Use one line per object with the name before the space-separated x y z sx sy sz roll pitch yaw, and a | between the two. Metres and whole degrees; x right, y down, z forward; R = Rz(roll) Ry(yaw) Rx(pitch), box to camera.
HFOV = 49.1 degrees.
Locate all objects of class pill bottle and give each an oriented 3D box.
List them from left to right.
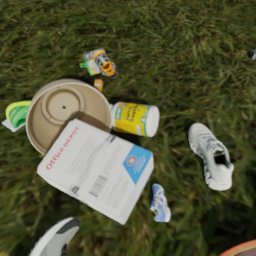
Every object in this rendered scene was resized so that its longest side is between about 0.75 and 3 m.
pill bottle | 0.032 -0.341 9.897 1.902 1.073 1.073 9 47 20

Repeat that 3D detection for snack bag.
snack bag | -4.239 -0.256 10.565 0.769 0.087 0.816 29 54 24

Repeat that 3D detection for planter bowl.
planter bowl | -2.041 -0.476 9.295 2.626 2.626 1.767 -16 30 -15

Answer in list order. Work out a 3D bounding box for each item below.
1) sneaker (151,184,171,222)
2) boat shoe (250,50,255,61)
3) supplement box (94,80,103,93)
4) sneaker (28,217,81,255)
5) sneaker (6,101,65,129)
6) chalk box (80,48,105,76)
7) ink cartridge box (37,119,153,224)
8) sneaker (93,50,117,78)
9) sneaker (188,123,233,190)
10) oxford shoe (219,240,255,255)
sneaker | 0.863 2.136 8.069 0.457 0.449 1.186 -6 46 -10
boat shoe | 6.095 -3.396 13.295 0.367 0.396 1.074 1 46 -4
supplement box | -1.256 -1.519 11.386 0.295 0.285 0.857 1 70 13
sneaker | -1.946 3.424 6.585 1.129 1.052 2.846 28 58 12
sneaker | -3.136 -0.526 10.416 2.538 0.940 1.060 -15 69 -14
chalk box | -1.487 -2.828 12.178 1.214 0.751 0.755 -19 41 -1
ink cartridge box | -0.883 1.203 8.150 2.699 1.159 1.976 23 66 20
sneaker | -0.868 -2.453 11.522 0.676 1.728 0.667 -38 64 6
sneaker | 2.698 0.684 9.052 0.965 1.041 2.568 -10 46 -7
oxford shoe | 3.642 3.261 6.655 2.930 1.043 1.063 -2 52 -2
